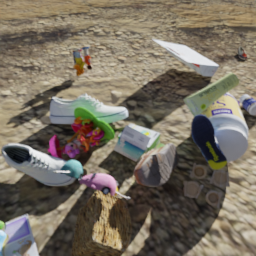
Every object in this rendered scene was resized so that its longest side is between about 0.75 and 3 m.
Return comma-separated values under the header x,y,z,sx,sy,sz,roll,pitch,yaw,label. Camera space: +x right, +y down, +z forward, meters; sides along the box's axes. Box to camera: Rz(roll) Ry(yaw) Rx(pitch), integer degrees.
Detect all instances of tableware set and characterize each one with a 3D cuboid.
x,y,z,sx,sy,sz,roll,pitch,yaw,label
2.021,1.456,7.241,1.134,0.132,0.948,16,78,16,tableware set

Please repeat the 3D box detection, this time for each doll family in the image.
x,y,z,sx,sy,sz,roll,pitch,yaw,label
-2.159,-2.849,12.246,0.814,1.122,1.807,-15,15,-20,doll family

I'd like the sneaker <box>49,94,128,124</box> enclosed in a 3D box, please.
x,y,z,sx,sy,sz,roll,pitch,yaw,label
-1.390,-0.661,9.628,2.738,0.969,1.000,-2,16,-1,sneaker

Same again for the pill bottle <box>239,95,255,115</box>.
x,y,z,sx,sy,sz,roll,pitch,yaw,label
4.585,-0.884,10.551,0.483,0.483,0.835,-7,36,-10,pill bottle

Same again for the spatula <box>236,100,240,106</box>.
x,y,z,sx,sy,sz,roll,pitch,yaw,label
3.842,-0.809,10.684,0.939,0.265,0.096,-22,8,-17,spatula

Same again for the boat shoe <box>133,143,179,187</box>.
x,y,z,sx,sy,sz,roll,pitch,yaw,label
0.660,1.017,7.411,0.793,0.837,2.210,-15,1,30,boat shoe

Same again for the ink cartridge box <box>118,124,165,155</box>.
x,y,z,sx,sy,sz,roll,pitch,yaw,label
0.507,0.435,8.754,1.490,0.442,0.774,20,43,25,ink cartridge box

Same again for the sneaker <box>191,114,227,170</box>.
x,y,z,sx,sy,sz,roll,pitch,yaw,label
2.025,0.334,7.294,0.574,1.552,0.638,-23,16,10,sneaker

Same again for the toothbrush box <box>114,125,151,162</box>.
x,y,z,sx,sy,sz,roll,pitch,yaw,label
0.090,0.462,7.871,0.775,1.059,0.452,27,63,1,toothbrush box

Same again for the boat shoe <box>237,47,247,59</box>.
x,y,z,sx,sy,sz,roll,pitch,yaw,label
6.094,-3.969,14.909,0.373,0.328,1.049,3,38,1,boat shoe

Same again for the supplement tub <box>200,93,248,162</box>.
x,y,z,sx,sy,sz,roll,pitch,yaw,label
2.795,-0.062,8.571,1.457,1.457,2.004,4,36,5,supplement tub

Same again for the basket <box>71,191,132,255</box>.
x,y,z,sx,sy,sz,roll,pitch,yaw,label
-0.565,2.296,6.244,0.982,1.025,1.375,27,31,-20,basket

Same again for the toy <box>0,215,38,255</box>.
x,y,z,sx,sy,sz,roll,pitch,yaw,label
-2.320,2.786,5.025,1.450,0.595,2.518,-20,45,-17,toy

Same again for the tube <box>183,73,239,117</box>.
x,y,z,sx,sy,sz,roll,pitch,yaw,label
2.293,-0.924,7.642,1.577,0.409,0.458,-33,56,-6,tube

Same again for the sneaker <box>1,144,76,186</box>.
x,y,z,sx,sy,sz,roll,pitch,yaw,label
-2.441,0.999,7.488,2.158,0.764,0.788,13,69,11,sneaker

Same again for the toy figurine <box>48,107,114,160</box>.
x,y,z,sx,sy,sz,roll,pitch,yaw,label
-1.529,0.410,8.288,1.739,1.306,1.601,20,52,37,toy figurine

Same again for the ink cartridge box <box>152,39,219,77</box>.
x,y,z,sx,sy,sz,roll,pitch,yaw,label
2.473,-3.082,12.494,2.691,0.768,2.188,-13,45,-43,ink cartridge box

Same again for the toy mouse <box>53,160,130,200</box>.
x,y,z,sx,sy,sz,roll,pitch,yaw,label
-0.887,1.104,6.358,2.068,1.837,0.400,11,74,49,toy mouse
